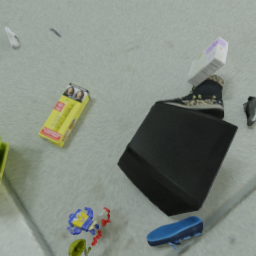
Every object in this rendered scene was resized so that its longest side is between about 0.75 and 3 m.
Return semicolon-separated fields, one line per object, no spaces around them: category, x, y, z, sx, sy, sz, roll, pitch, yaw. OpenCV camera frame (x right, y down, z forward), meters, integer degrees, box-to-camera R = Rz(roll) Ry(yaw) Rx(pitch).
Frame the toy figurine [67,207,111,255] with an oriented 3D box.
toy figurine;-1.150;2.425;6.782;0.847;0.746;1.414;22;51;27

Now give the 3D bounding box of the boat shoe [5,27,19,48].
boat shoe;-4.150;-3.264;10.044;0.287;0.314;0.872;-23;69;-15

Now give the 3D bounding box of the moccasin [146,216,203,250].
moccasin;1.283;2.852;7.353;1.576;0.634;0.538;-14;102;-7

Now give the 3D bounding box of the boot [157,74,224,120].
boot;1.976;-0.968;8.915;2.147;0.775;1.622;4;50;20

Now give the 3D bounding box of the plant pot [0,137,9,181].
plant pot;-4.500;0.945;7.437;2.133;1.936;2.123;3;67;1

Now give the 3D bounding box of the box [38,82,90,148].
box;-1.962;-0.425;8.765;0.741;0.493;1.968;25;71;7

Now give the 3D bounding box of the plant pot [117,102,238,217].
plant pot;1.021;0.661;7.149;2.001;2.250;2.256;33;67;3

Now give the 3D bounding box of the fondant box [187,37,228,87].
fondant box;2.386;-1.963;8.455;0.380;1.306;0.942;30;57;-14

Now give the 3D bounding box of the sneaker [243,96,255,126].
sneaker;3.879;-0.562;8.918;0.509;0.374;1.125;22;67;14
